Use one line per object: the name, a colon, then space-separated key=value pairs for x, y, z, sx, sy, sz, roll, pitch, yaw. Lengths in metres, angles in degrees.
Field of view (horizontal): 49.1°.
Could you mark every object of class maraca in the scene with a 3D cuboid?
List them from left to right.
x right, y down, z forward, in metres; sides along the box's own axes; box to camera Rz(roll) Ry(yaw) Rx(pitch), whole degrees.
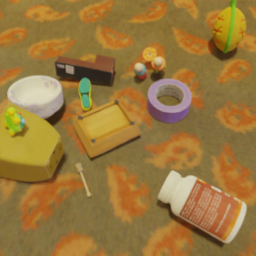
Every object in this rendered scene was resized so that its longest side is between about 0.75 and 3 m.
maraca: x=4.632 y=-4.770 z=12.782 sx=1.420 sy=1.820 sz=2.654 roll=8 pitch=91 yaw=8

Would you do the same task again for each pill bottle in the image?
pill bottle: x=2.231 y=2.359 z=8.734 sx=2.430 sy=1.363 sz=1.363 roll=27 pitch=61 yaw=16

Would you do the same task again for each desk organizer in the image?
desk organizer: x=-1.820 y=-2.633 z=12.098 sx=2.450 sy=0.878 sz=0.943 roll=11 pitch=55 yaw=-1

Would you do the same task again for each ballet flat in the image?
ballet flat: x=-1.773 y=-1.330 z=11.583 sx=0.492 sy=0.494 sz=1.473 roll=-5 pitch=66 yaw=-7

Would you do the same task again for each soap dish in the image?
soap dish: x=-0.831 y=-0.058 z=10.573 sx=2.159 sy=0.877 sz=1.699 roll=-25 pitch=60 yaw=-15

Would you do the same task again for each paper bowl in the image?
paper bowl: x=-3.573 y=-1.104 z=11.009 sx=2.010 sy=1.045 sz=2.010 roll=0 pitch=44 yaw=0

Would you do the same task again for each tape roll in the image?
tape roll: x=1.640 y=-1.106 z=11.341 sx=1.724 sy=0.733 sz=1.724 roll=0 pitch=58 yaw=-1

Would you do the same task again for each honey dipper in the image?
honey dipper: x=-1.543 y=1.825 z=9.775 sx=0.240 sy=0.240 sz=1.261 roll=-21 pitch=63 yaw=-13

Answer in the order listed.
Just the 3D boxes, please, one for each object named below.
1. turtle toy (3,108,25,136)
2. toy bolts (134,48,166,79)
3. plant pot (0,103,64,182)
turtle toy: x=-3.512 y=-0.249 z=8.650 sx=0.470 sy=0.678 sz=0.930 roll=-12 pitch=56 yaw=-52
toy bolts: x=0.797 y=-2.822 z=11.966 sx=1.360 sy=0.943 sz=1.299 roll=-30 pitch=80 yaw=8
plant pot: x=-3.367 y=0.723 z=9.507 sx=2.036 sy=1.977 sz=1.990 roll=18 pitch=59 yaw=6
